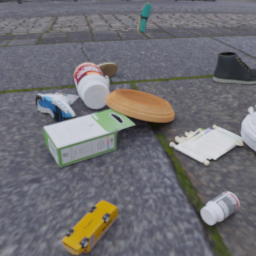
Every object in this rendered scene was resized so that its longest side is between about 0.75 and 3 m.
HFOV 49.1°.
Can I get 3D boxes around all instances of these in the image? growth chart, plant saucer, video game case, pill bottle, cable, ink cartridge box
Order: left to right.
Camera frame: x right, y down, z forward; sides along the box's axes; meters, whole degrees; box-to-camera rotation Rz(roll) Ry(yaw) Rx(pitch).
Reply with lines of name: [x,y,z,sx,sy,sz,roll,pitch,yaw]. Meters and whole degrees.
video game case: [-3.050,-1.364,13.183,1.253,0.113,0.897,10,33,16]
ink cartridge box: [-1.331,0.263,9.797,2.821,0.837,1.465,-18,35,-26]
pill bottle: [-1.677,-1.957,12.915,1.403,1.403,2.562,-8,32,-13]
plant saucer: [0.521,-0.993,11.368,2.894,0.542,2.894,13,20,-5]
growth chart: [2.877,0.514,9.993,2.494,0.221,1.805,-20,36,-30]
pill bottle: [2.337,2.056,7.148,0.935,0.542,0.542,-20,37,-28]
cable: [5.136,0.272,9.690,2.372,0.821,2.373,22,37,21]

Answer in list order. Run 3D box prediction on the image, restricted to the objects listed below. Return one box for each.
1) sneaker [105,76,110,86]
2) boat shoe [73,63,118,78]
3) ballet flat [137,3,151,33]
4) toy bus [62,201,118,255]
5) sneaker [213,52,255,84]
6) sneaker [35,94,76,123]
sneaker: [-1.213,-2.248,14.318,0.429,0.452,1.122,4,33,3]
boat shoe: [-1.781,-3.096,15.300,2.527,0.909,0.819,-24,43,-24]
ballet flat: [0.698,-5.021,12.805,0.468,1.324,0.468,13,14,-3]
toy bus: [-0.851,2.358,6.596,0.490,0.589,1.505,19,36,26]
sneaker: [6.076,-3.201,14.830,2.877,1.528,1.076,-2,31,-3]
sneaker: [-2.788,-0.935,11.714,1.156,1.000,2.668,-20,36,-38]
